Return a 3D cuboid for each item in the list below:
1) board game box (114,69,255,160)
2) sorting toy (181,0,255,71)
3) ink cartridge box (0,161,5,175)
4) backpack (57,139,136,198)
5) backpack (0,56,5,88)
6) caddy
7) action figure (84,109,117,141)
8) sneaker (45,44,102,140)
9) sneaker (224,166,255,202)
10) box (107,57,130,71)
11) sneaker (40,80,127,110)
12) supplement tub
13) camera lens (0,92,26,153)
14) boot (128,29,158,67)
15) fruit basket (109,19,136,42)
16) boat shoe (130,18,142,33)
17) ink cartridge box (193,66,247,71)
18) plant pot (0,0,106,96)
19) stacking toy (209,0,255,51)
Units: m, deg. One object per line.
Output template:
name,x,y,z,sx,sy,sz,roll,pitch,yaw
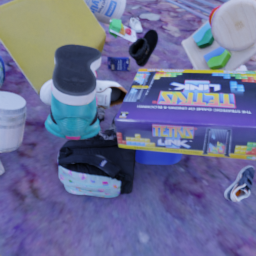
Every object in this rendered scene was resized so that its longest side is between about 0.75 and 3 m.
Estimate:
board game box,1.415,-0.470,6.267,2.916,0.827,2.410,4,36,13
sorting toy,3.289,-3.064,9.486,0.509,2.789,2.581,27,38,-43
ink cartridge box,-4.357,1.260,7.850,0.978,0.567,1.325,24,46,27
backpack,-0.859,1.065,7.513,2.068,1.309,1.726,3,32,3
backpack,-6.073,-2.302,10.941,2.343,2.144,1.722,9,37,-2
caddy,0.884,0.350,8.615,1.917,1.006,1.355,1,39,1
action figure,-0.586,-0.035,8.899,2.527,1.289,1.502,-30,59,-34
sneaker,-1.093,-0.663,6.015,1.140,1.647,2.727,8,33,-8
sneaker,2.317,1.134,5.577,0.861,0.338,0.342,-48,16,-12
box,-0.426,-2.934,12.857,1.060,0.642,0.172,2,40,3
sneaker,-0.953,-0.832,6.713,2.149,0.782,0.910,-8,23,-30
supplement tub,-1.380,-4.910,10.510,2.265,1.495,1.495,4,30,-41
camera lens,-2.973,-0.111,6.638,0.989,1.236,0.989,16,26,-8
boot,0.484,-2.516,8.347,0.479,0.952,1.274,19,85,19
fruit basket,-0.185,-3.302,9.687,1.000,0.469,0.927,23,40,-24
boat shoe,0.471,-6.281,16.880,0.566,0.653,1.532,-9,40,-11
ink cartridge box,3.473,-1.256,10.385,2.040,1.196,2.786,4,39,4
plant pot,-2.147,-2.563,8.478,2.609,2.534,2.550,-35,5,-7
stacking toy,2.433,-2.647,6.889,1.068,1.068,2.501,4,26,5
